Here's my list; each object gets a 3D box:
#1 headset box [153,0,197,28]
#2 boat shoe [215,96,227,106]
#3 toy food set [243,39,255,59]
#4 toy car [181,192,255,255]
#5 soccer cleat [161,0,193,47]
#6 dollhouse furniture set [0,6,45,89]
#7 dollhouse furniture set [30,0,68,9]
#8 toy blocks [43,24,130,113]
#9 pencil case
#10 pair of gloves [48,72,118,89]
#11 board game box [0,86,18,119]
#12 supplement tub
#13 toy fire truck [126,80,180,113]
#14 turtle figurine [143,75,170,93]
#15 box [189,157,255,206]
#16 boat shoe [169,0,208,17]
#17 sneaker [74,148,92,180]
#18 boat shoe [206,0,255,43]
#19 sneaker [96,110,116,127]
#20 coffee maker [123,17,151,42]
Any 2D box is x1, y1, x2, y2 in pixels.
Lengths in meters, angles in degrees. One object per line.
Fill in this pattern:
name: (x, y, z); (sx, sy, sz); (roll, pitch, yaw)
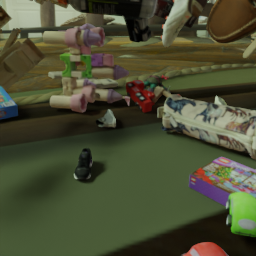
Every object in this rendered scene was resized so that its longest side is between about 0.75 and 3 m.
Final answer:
headset box: (1.531, -4.316, 9.542); (1.723, 0.646, 1.281); (18, 59, -6)
boat shoe: (3.128, -0.820, 9.449); (0.270, 0.323, 0.903); (2, 28, 4)
toy food set: (2.401, -0.744, 3.864); (0.390, 1.341, 1.942); (8, 56, -21)
toy car: (1.495, 1.350, 3.525); (1.742, 0.388, 1.639); (5, 33, 13)
soccer cleat: (0.988, -2.124, 5.464); (0.434, 1.118, 0.387); (25, 13, 24)
dollhouse furniture set: (-3.239, -1.962, 6.759); (1.166, 1.854, 2.097); (-37, 21, 7)
dollhouse furniture set: (-2.470, -4.316, 8.569); (1.656, 0.920, 1.464); (20, 7, -7)
toy blocks: (-1.077, -2.136, 9.586); (2.392, 2.655, 2.841); (4, 22, 12)
pencil case: (1.998, -0.096, 6.650); (2.598, 1.011, 1.162); (20, 32, 40)
pair of gloves: (-2.040, -2.071, 12.408); (2.223, 0.458, 2.615); (-12, 29, -40)
board game box: (-4.540, -0.856, 8.733); (1.464, 0.433, 1.925); (-17, 43, -36)
supplement tub: (-0.464, -3.348, 6.476); (2.268, 1.390, 1.390); (3, 21, -5)
toy fire truck: (0.843, -1.062, 9.277); (1.269, 0.439, 1.800); (-20, 47, -19)
turtle figurine: (0.967, -1.681, 11.059); (1.203, 0.809, 1.607); (14, 32, 32)
box: (1.960, 1.021, 4.813); (1.025, 0.293, 1.498); (-18, 28, -38)
boat shoe: (1.266, -4.109, 7.761); (0.932, 0.930, 2.583); (8, 36, -53)
sneaker: (-0.897, 0.689, 5.543); (0.328, 0.380, 0.867); (-1, 22, -2)
boat shoe: (2.121, -2.308, 4.252); (0.979, 1.036, 2.881); (-28, -8, -36)
sneaker: (-0.688, -0.270, 8.031); (0.530, 0.345, 0.918); (-8, 24, -14)
coffee maker: (0.246, -3.765, 10.074); (1.113, 1.158, 0.780); (39, 77, 26)
